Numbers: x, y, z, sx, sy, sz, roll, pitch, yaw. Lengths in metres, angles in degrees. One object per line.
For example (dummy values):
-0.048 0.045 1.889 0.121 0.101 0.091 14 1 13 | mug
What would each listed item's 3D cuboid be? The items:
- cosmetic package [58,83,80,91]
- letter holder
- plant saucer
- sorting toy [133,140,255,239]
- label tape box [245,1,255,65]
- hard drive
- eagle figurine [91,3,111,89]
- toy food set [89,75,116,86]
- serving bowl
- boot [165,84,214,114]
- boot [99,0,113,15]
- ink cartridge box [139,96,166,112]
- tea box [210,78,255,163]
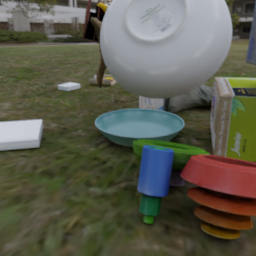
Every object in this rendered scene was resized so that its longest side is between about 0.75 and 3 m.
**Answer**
-2.824 -1.967 13.397 0.649 0.223 0.861 11 22 32 | cosmetic package
-0.815 -2.869 7.232 0.545 0.771 1.084 9 60 -15 | letter holder
0.308 0.004 7.738 2.428 0.436 2.428 -1 20 0 | plant saucer
0.914 0.944 4.598 1.696 1.159 2.822 7 3 -27 | sorting toy
3.124 -2.204 5.611 0.865 1.970 2.732 -4 23 -11 | label tape box
-3.499 0.210 7.353 2.335 0.312 1.540 -5 21 -12 | hard drive
0.253 -2.382 6.185 2.679 2.022 2.033 -44 15 -30 | eagle figurine
-1.262 -2.585 14.696 1.146 0.482 1.597 4 21 12 | toy food set
0.477 -1.533 4.238 2.101 2.101 0.691 7 -10 18 | serving bowl
2.637 -1.065 10.007 1.914 0.992 2.930 18 28 27 | boot
-0.090 -3.976 9.910 0.977 2.670 2.010 -2 55 29 | boot
0.815 -0.871 9.852 0.959 0.617 0.601 5 22 16 | ink cartridge box
3.276 -0.303 6.912 2.295 1.559 2.333 5 21 13 | tea box
